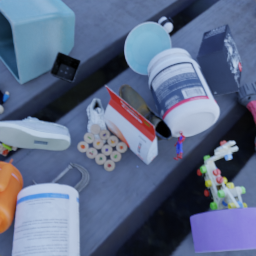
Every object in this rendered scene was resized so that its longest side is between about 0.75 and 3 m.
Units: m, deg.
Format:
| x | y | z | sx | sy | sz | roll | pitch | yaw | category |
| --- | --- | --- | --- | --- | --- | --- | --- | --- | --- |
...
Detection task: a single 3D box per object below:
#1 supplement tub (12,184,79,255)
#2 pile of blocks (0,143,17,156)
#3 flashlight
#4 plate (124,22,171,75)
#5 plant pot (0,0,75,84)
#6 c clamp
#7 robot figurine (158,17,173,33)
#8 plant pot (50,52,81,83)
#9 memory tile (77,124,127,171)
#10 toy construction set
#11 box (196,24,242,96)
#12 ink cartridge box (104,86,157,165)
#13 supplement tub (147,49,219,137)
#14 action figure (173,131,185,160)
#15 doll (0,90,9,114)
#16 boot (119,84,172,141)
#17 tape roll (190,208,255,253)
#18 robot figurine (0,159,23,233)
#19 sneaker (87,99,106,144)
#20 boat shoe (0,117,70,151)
| x | y | z | sx | sy | sz | roll | pitch | yaw | category |
| --- | --- | --- | --- | --- | --- | --- | --- | --- | --- |
| -2.049 | 2.817 | 7.089 | 1.624 | 1.624 | 2.462 | -4 | 60 | -3 | supplement tub |
| -3.707 | 0.510 | 9.086 | 1.107 | 0.454 | 0.344 | -36 | 39 | -21 | pile of blocks |
| 4.349 | -0.280 | 9.403 | 0.932 | 0.929 | 2.743 | -26 | 55 | 22 | flashlight |
| 0.706 | -2.857 | 10.172 | 1.843 | 1.843 | 0.236 | -21 | 26 | -12 | plate |
| -3.523 | -3.746 | 10.569 | 2.675 | 2.626 | 2.619 | -27 | 62 | -30 | plant pot |
| -1.999 | 1.620 | 8.594 | 1.495 | 0.202 | 1.277 | -38 | 70 | -15 | c clamp |
| 1.596 | -4.452 | 12.113 | 0.479 | 0.577 | 0.767 | -13 | 58 | -27 | robot figurine |
| -2.146 | -1.994 | 9.655 | 0.819 | 0.727 | 0.817 | 20 | 81 | -8 | plant pot |
| -0.823 | 0.614 | 8.969 | 1.391 | 0.117 | 1.066 | 35 | 80 | 3 | memory tile |
| 2.595 | 1.400 | 7.826 | 0.945 | 1.346 | 2.052 | 5 | 63 | -6 | toy construction set |
| 3.279 | -2.355 | 9.876 | 0.925 | 1.777 | 1.618 | -9 | 42 | 37 | box |
| 0.006 | 0.018 | 8.326 | 0.593 | 2.364 | 1.917 | -45 | 68 | -9 | ink cartridge box |
| 1.738 | -1.160 | 9.350 | 1.815 | 1.815 | 2.587 | -11 | 59 | -7 | supplement tub |
| 1.576 | 0.513 | 8.619 | 0.245 | 0.310 | 0.949 | 26 | 58 | -15 | action figure |
| -4.946 | -1.154 | 10.183 | 1.135 | 0.403 | 1.663 | -26 | 69 | -16 | doll |
| 0.577 | -0.447 | 8.456 | 0.794 | 2.125 | 1.030 | -46 | 27 | -21 | boot |
| 2.626 | 2.584 | 6.961 | 2.038 | 2.038 | 0.866 | -2 | 64 | -1 | tape roll |
| -3.696 | 1.893 | 7.577 | 1.405 | 1.733 | 2.409 | -5 | 33 | -3 | robot figurine |
| -1.039 | -0.246 | 9.433 | 0.616 | 0.664 | 1.639 | -2 | 60 | -25 | sneaker |
| -3.012 | 0.126 | 8.895 | 2.361 | 0.824 | 0.841 | 12 | 41 | -25 | boat shoe |
